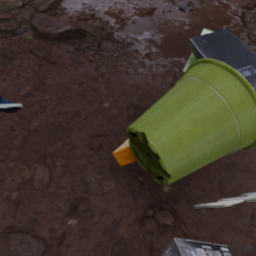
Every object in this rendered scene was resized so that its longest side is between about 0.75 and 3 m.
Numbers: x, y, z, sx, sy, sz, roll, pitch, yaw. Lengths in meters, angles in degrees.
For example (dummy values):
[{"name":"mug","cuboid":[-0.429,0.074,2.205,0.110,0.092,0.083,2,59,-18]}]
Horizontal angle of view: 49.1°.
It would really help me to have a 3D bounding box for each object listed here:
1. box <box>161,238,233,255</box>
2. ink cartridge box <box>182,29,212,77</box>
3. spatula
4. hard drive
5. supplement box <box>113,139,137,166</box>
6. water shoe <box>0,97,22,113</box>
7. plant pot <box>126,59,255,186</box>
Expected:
[{"name":"box","cuboid":[1.031,2.874,5.287,1.335,1.693,0.421,18,24,-24]},{"name":"ink cartridge box","cuboid":[2.303,-1.901,9.844,0.608,2.535,1.844,23,70,12]},{"name":"spatula","cuboid":[2.613,1.659,6.400,1.910,2.747,0.221,-12,73,-5]},{"name":"hard drive","cuboid":[2.901,-1.815,7.920,1.582,0.496,2.345,-21,61,-21]},{"name":"supplement box","cuboid":[0.286,0.541,8.790,0.521,0.893,1.417,58,39,-7]},{"name":"water shoe","cuboid":[-3.496,-0.696,7.798,0.434,1.215,0.479,-30,79,26]},{"name":"plant pot","cuboid":[1.512,0.057,7.468,2.737,2.882,2.882,-32,57,-19]}]
